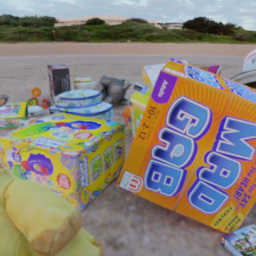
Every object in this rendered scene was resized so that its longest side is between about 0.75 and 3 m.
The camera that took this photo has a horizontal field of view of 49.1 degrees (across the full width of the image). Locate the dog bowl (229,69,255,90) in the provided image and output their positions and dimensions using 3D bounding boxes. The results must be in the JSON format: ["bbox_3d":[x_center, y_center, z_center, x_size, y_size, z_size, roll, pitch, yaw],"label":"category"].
[{"bbox_3d":[3.268,-0.067,6.637,2.721,2.721,1.003,14,23,36],"label":"dog bowl"}]

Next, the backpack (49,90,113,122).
[{"bbox_3d":[-1.603,-0.568,10.044,2.034,1.494,1.861,13,24,30],"label":"backpack"}]

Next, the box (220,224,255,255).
[{"bbox_3d":[2.227,1.939,4.618,1.124,0.212,0.768,-8,20,-23],"label":"box"}]

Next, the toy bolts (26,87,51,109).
[{"bbox_3d":[-4.260,-1.428,13.650,1.077,1.029,0.747,17,12,-5],"label":"toy bolts"}]

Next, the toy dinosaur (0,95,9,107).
[{"bbox_3d":[-3.802,0.061,6.780,1.007,2.346,1.590,16,13,-34],"label":"toy dinosaur"}]

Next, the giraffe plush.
[{"bbox_3d":[-1.784,1.582,3.429,2.052,2.378,1.928,-7,36,47],"label":"giraffe plush"}]

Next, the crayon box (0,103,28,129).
[{"bbox_3d":[-4.986,-0.468,11.063,1.817,0.530,1.568,-4,26,-12],"label":"crayon box"}]

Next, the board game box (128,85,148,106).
[{"bbox_3d":[1.078,-1.644,12.265,1.558,0.519,2.317,-30,17,49],"label":"board game box"}]

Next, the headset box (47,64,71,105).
[{"bbox_3d":[-3.621,-2.329,14.764,0.911,1.806,2.430,-8,19,-19],"label":"headset box"}]

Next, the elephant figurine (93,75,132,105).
[{"bbox_3d":[-0.721,-1.865,14.143,1.805,1.646,2.327,32,10,9],"label":"elephant figurine"}]

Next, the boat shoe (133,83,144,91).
[{"bbox_3d":[0.872,-1.995,15.152,1.253,0.428,0.463,27,-6,1],"label":"boat shoe"}]

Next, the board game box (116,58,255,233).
[{"bbox_3d":[1.417,0.162,5.677,2.304,2.306,2.304,22,22,5],"label":"board game box"}]

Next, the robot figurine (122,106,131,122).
[{"bbox_3d":[0.270,-0.492,11.157,1.132,0.660,0.814,16,10,38],"label":"robot figurine"}]

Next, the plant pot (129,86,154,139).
[{"bbox_3d":[1.191,-0.211,8.212,1.801,1.984,1.975,-16,25,-24],"label":"plant pot"}]

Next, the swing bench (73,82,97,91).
[{"bbox_3d":[-1.999,-1.662,13.840,1.138,1.144,0.742,-17,25,-41],"label":"swing bench"}]

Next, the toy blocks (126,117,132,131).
[{"bbox_3d":[0.317,-0.260,10.384,0.868,0.593,0.434,-11,16,-7],"label":"toy blocks"}]

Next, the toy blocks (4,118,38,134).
[{"bbox_3d":[-3.293,0.152,9.146,1.804,0.655,1.504,17,25,37],"label":"toy blocks"}]

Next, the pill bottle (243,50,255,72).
[{"bbox_3d":[4.669,-1.090,9.292,1.631,1.631,3.000,5,64,16],"label":"pill bottle"}]

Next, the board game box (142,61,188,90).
[{"bbox_3d":[1.796,-1.504,10.660,1.913,0.504,2.500,-10,52,-12],"label":"board game box"}]

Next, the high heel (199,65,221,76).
[{"bbox_3d":[1.997,-1.395,7.598,0.895,0.627,1.861,10,6,13],"label":"high heel"}]

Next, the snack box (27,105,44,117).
[{"bbox_3d":[-4.228,-0.754,12.481,0.618,0.230,0.869,-26,32,-36],"label":"snack box"}]

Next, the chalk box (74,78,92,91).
[{"bbox_3d":[-2.569,-2.342,16.111,0.990,0.995,1.599,-2,18,-7],"label":"chalk box"}]

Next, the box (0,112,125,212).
[{"bbox_3d":[-1.463,0.638,6.688,2.146,1.309,2.067,10,23,23],"label":"box"}]
